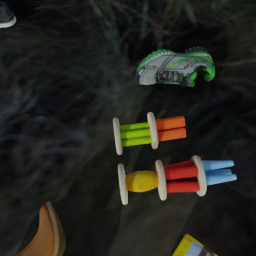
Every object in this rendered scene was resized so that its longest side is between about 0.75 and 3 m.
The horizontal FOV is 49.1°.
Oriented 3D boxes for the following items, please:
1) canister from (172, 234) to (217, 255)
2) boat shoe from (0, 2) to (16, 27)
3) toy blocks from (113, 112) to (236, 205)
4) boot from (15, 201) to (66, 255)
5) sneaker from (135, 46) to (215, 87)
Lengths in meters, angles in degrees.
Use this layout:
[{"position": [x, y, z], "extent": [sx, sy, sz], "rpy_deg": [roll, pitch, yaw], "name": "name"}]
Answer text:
[{"position": [1.446, 2.859, 5.258], "extent": [1.436, 0.622, 1.067], "rpy_deg": [32, 61, 21], "name": "canister"}, {"position": [-5.359, -4.259, 10.025], "extent": [2.551, 0.846, 0.953], "rpy_deg": [14, 57, 10], "name": "boat shoe"}, {"position": [0.993, 0.557, 6.370], "extent": [2.487, 0.903, 2.072], "rpy_deg": [-7, 64, -1], "name": "toy blocks"}, {"position": [-2.033, 2.566, 5.342], "extent": [1.653, 0.787, 2.137], "rpy_deg": [-12, 56, -8], "name": "boot"}, {"position": [1.415, -1.687, 8.181], "extent": [2.482, 0.968, 1.057], "rpy_deg": [-13, 57, -10], "name": "sneaker"}]
